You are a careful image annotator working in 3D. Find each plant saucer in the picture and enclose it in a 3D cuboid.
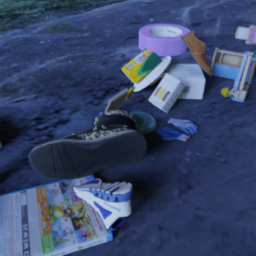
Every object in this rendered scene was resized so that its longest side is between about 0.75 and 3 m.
[{"bbox_3d":[0.341,-0.221,9.643,1.276,0.175,1.276,0,36,0],"label":"plant saucer"}]

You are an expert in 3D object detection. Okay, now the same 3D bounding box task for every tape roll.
[{"bbox_3d":[1.972,-4.850,15.316,2.761,0.906,2.761,0,36,0],"label":"tape roll"}]

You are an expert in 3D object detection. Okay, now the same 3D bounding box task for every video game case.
[{"bbox_3d":[-1.933,2.089,6.443,2.739,0.244,1.960,-12,37,-15],"label":"video game case"}]

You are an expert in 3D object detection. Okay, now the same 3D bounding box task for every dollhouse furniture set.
[{"bbox_3d":[4.052,-2.643,10.937,1.747,2.527,2.677,17,28,22],"label":"dollhouse furniture set"}]

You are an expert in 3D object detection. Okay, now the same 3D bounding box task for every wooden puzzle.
[{"bbox_3d":[-0.443,-0.885,9.817,0.188,1.082,1.605,45,50,11],"label":"wooden puzzle"}]

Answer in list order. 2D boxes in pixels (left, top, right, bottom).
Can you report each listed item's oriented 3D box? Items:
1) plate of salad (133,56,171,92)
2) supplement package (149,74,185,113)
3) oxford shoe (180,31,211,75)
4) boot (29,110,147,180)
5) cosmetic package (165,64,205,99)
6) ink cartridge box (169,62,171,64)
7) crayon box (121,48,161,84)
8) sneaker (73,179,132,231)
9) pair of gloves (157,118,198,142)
[{"bbox_3d":[0.987,-2.114,11.297,1.993,0.479,1.993,-40,20,17],"label":"plate of salad"},{"bbox_3d":[1.383,-1.223,10.008,0.653,1.148,0.629,35,5,29],"label":"supplement package"},{"bbox_3d":[2.831,-2.989,11.067,0.684,1.918,0.684,-31,-4,19],"label":"oxford shoe"},{"bbox_3d":[-1.058,0.374,8.032,3.031,1.094,2.289,-11,20,1],"label":"boot"},{"bbox_3d":[2.214,-1.916,11.332,1.458,0.899,1.463,2,35,2],"label":"cosmetic package"},{"bbox_3d":[1.701,-2.956,13.219,0.573,0.325,0.782,-4,37,-5],"label":"ink cartridge box"},{"bbox_3d":[0.495,-2.575,11.523,1.398,0.472,1.620,-39,24,5],"label":"crayon box"},{"bbox_3d":[-0.529,1.704,6.127,0.679,0.970,1.680,-15,7,-44],"label":"sneaker"},{"bbox_3d":[1.627,0.074,9.264,1.092,0.155,1.359,19,40,27],"label":"pair of gloves"}]
